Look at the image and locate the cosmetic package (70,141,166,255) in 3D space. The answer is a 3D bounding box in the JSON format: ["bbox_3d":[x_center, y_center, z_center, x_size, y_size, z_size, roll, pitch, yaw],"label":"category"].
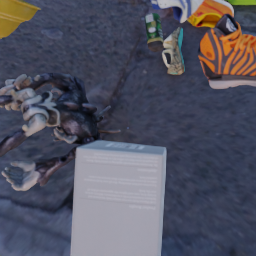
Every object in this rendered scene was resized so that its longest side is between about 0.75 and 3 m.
[{"bbox_3d":[-0.094,1.211,3.478,1.061,0.895,1.986,5,94,9],"label":"cosmetic package"}]

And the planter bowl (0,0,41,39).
[{"bbox_3d":[-3.066,-2.480,5.836,2.239,2.239,0.932,25,106,12],"label":"planter bowl"}]

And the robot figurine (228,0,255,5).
[{"bbox_3d":[4.099,-4.706,9.173,2.116,1.224,1.857,0,50,0],"label":"robot figurine"}]

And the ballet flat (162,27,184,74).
[{"bbox_3d":[1.343,-2.331,8.374,0.632,0.569,1.679,-2,65,12],"label":"ballet flat"}]

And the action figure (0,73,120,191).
[{"bbox_3d":[-1.450,-0.074,4.167,1.521,2.981,1.771,-24,73,29],"label":"action figure"}]

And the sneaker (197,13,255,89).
[{"bbox_3d":[1.962,-1.336,4.590,0.819,2.112,1.183,-45,113,-29],"label":"sneaker"}]

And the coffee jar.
[{"bbox_3d":[0.575,-2.073,6.137,0.323,0.395,0.758,-7,87,18],"label":"coffee jar"}]

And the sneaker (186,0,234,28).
[{"bbox_3d":[2.096,-3.818,8.940,2.474,0.903,0.954,27,77,17],"label":"sneaker"}]

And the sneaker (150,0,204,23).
[{"bbox_3d":[0.749,-3.233,6.275,2.366,1.043,0.891,22,24,-31],"label":"sneaker"}]
